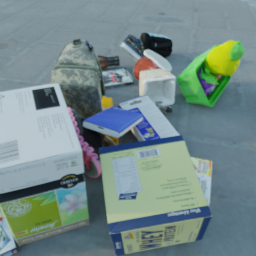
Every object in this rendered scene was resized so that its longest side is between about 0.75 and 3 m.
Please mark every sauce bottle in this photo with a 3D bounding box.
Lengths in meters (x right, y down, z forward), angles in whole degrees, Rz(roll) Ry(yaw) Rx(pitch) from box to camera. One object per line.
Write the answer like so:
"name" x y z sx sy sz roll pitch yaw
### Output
"sauce bottle" -1.731 -3.275 14.267 2.585 0.853 0.853 -7 40 -12

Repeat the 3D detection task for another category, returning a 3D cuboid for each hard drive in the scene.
"hard drive" -0.444 -0.247 9.347 1.273 0.245 1.930 17 24 19

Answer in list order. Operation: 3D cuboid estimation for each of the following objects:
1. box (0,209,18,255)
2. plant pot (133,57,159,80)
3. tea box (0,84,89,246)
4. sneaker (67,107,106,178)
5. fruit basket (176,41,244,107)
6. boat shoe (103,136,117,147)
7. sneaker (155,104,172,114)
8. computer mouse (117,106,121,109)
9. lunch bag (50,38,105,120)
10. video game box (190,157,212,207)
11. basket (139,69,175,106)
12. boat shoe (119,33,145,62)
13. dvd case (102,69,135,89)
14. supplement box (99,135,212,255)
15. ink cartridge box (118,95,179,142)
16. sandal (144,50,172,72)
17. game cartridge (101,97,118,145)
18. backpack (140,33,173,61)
"box" -3.550 2.803 7.285 0.983 0.271 1.440 -20 43 -22
"plant pot" 1.048 -2.618 13.102 1.149 1.149 1.117 -27 41 -29
"tea box" -2.377 0.885 7.512 1.987 2.925 2.974 -13 41 -16
"sneaker" -1.265 0.365 9.373 1.229 1.018 2.577 -19 71 -35
"fruit basket" 3.693 -2.376 11.640 2.871 2.071 2.871 -25 22 11
"boat shoe" -0.469 0.770 8.617 0.414 1.224 0.441 -40 40 -18
"sneaker" 1.362 -0.781 11.434 0.832 0.312 0.481 21 14 41
"computer mouse" 0.098 -0.582 11.266 1.078 0.411 1.557 -24 46 -28
"lunch bag" -1.701 -1.662 10.002 1.683 2.415 2.025 -1 61 0
"video game box" 1.743 1.594 8.658 1.566 0.402 1.719 11 42 10
"basket" 1.211 -1.709 11.983 1.333 1.345 1.082 -9 36 -9
"boat shoe" 0.575 -3.823 14.098 0.899 1.979 0.700 -54 19 -5
"dvd case" -0.789 -2.381 13.635 1.928 0.212 1.407 -11 41 -15
"supplement box" 0.558 1.691 7.216 2.312 1.552 2.309 -9 50 -3
"ink cartridge box" 0.784 -0.091 10.309 1.296 0.508 2.738 -19 54 -20
"sandal" 1.211 -2.686 11.431 0.575 0.347 1.414 -30 66 -36
"game cartridge" -1.750 -0.286 10.867 2.493 0.459 2.828 -4 42 -6
"backpack" 1.508 -4.368 15.115 1.897 1.548 1.459 -6 26 -16
